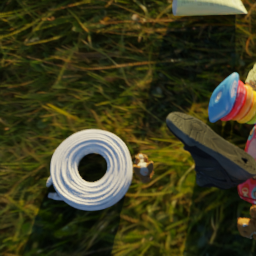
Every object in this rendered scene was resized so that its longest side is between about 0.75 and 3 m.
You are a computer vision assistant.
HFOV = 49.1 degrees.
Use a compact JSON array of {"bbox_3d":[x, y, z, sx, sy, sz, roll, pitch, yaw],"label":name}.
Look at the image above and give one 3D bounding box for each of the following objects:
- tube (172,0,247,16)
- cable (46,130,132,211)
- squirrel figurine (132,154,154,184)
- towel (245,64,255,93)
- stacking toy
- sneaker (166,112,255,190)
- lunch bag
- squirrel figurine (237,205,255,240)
[{"bbox_3d":[3.408,-5.121,11.791,2.998,0.778,0.870,-4,97,-5],"label":"tube"},{"bbox_3d":[-1.196,1.323,9.248,2.695,0.933,2.695,16,71,6],"label":"cable"},{"bbox_3d":[0.418,1.141,7.974,0.570,0.752,0.805,-19,113,-3],"label":"squirrel figurine"},{"bbox_3d":[5.597,-1.440,10.307,2.473,0.451,1.834,35,53,12],"label":"towel"},{"bbox_3d":[4.420,-0.635,9.901,2.741,1.504,1.591,21,71,-5],"label":"stacking toy"},{"bbox_3d":[1.749,0.676,6.856,2.379,1.363,0.909,35,43,3],"label":"sneaker"},{"bbox_3d":[3.616,1.056,6.610,1.133,2.765,2.435,17,84,-1],"label":"lunch bag"},{"bbox_3d":[2.675,1.922,5.743,0.797,0.604,0.854,6,96,10],"label":"squirrel figurine"}]
